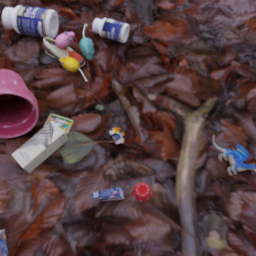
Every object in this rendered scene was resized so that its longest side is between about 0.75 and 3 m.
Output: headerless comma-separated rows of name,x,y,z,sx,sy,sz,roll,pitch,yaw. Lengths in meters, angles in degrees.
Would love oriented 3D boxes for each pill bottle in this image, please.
pill bottle,-4.850,-5.287,13.906,2.453,1.362,1.362,10,64,5
pill bottle,-0.878,-4.890,13.952,1.693,0.940,0.940,19,65,11

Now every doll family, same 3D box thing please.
doll family,-0.449,0.278,11.733,0.515,0.374,0.830,-27,67,-12

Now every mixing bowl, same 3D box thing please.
mixing bowl,0.537,2.406,10.677,0.751,0.407,0.751,0,65,0

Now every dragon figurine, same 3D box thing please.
dragon figurine,4.264,1.113,11.085,1.137,0.673,2.286,-31,77,-14

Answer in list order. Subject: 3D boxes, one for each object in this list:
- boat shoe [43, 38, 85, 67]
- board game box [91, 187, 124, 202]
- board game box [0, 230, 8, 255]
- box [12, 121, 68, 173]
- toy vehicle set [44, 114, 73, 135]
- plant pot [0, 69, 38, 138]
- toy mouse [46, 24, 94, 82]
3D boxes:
boat shoe,-3.099,-3.624,13.436,2.271,0.710,0.808,28,58,13
board game box,-0.627,2.503,10.368,1.100,1.099,0.339,-15,68,15
board game box,-4.501,4.030,9.530,0.417,1.352,1.351,-16,51,-9
box,-3.494,0.747,11.232,0.851,0.708,2.071,41,74,20
toy vehicle set,-2.985,-0.163,12.081,1.072,0.142,0.666,17,65,8
plant pot,-5.003,-1.148,11.452,2.418,2.418,2.164,-18,50,-8
toy mouse,-2.436,-3.716,12.687,2.518,0.487,2.238,32,100,0
